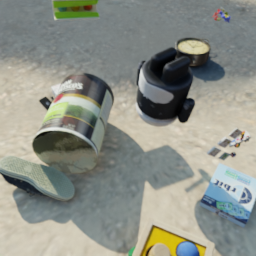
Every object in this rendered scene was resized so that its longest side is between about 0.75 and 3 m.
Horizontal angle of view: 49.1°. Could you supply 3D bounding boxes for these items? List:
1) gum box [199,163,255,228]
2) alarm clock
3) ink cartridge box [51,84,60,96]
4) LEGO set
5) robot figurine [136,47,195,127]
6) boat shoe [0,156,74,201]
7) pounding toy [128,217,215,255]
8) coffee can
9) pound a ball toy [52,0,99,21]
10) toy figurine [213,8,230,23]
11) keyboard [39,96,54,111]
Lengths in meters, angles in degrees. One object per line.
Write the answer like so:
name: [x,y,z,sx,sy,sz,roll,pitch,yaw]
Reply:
gum box: [3.017,1.926,8.242,1.311,0.344,1.543,24,50,22]
alarm clock: [3.179,-3.730,13.434,1.648,0.813,2.443,30,55,27]
ink cartridge box: [-2.753,-1.451,11.543,0.579,0.327,0.790,-24,50,-21]
LEGO set: [2.491,0.392,6.868,1.223,0.914,0.300,20,30,-45]
robot figurine: [0.954,-1.027,7.588,1.394,2.235,1.679,3,51,-4]
boat shoe: [-2.715,1.573,8.348,2.360,0.735,0.881,22,41,0]
pounding toy: [0.649,3.151,6.253,2.079,1.478,1.914,18,48,17]
coffee can: [-1.663,-0.198,9.142,1.993,1.993,2.723,6,46,5]
pound a ball toy: [-1.693,-4.388,9.665,1.813,1.182,0.770,-9,33,-14]
toy figurine: [3.505,-3.970,10.229,0.892,0.471,0.535,-11,60,-54]
keyboard: [-3.149,-0.999,11.274,0.590,0.096,0.929,-35,56,-21]
